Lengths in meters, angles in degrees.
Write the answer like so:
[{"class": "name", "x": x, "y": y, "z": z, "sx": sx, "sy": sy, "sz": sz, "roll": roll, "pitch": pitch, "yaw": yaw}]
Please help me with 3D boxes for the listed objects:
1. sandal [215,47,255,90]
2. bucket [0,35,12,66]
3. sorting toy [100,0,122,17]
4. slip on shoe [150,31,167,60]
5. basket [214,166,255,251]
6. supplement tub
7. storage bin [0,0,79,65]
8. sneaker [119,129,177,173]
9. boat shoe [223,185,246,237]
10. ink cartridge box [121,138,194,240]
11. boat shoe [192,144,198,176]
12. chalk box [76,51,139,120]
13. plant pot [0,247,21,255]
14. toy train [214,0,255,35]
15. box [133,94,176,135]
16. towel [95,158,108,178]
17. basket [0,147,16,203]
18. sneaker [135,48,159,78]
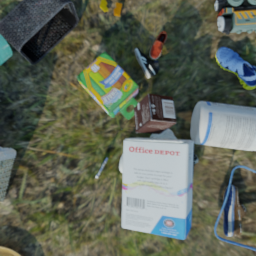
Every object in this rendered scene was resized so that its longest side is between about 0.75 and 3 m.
[{"class": "sandal", "x": 4.046, "y": -2.253, "z": 10.152, "sx": 1.961, "sy": 0.854, "sz": 0.779, "roll": 41, "pitch": 87, "yaw": 6}, {"class": "bucket", "x": -4.850, "y": -2.810, "z": 9.977, "sx": 1.296, "sy": 1.296, "sz": 0.843, "roll": 42, "pitch": 64, "yaw": 4}, {"class": "sorting toy", "x": -0.659, "y": -5.496, "z": 10.806, "sx": 1.749, "sy": 0.314, "sz": 2.347, "roll": 12, "pitch": 84, "yaw": -3}, {"class": "slip on shoe", "x": 1.128, "y": -3.089, "z": 10.462, "sx": 0.436, "sy": 0.360, "sz": 1.177, "roll": 25, "pitch": 83, "yaw": 7}, {"class": "basket", "x": 4.506, "y": 2.851, "z": 9.029, "sx": 2.894, "sy": 2.013, "sz": 2.552, "roll": 19, "pitch": 85, "yaw": 16}, {"class": "supplement tub", "x": 3.402, "y": -0.052, "z": 9.573, "sx": 2.279, "sy": 1.503, "sz": 1.503, "roll": 8, "pitch": 84, "yaw": 1}, {"class": "storage bin", "x": -3.097, "y": -3.641, "z": 9.886, "sx": 2.456, "sy": 1.660, "sz": 1.151, "roll": -45, "pitch": 86, "yaw": -4}, {"class": "sneaker", "x": 0.723, "y": 0.891, "z": 9.533, "sx": 2.313, "sy": 1.149, "sz": 0.901, "roll": -36, "pitch": 115, "yaw": -3}, {"class": "boat shoe", "x": 3.702, "y": 2.862, "z": 9.731, "sx": 0.641, "sy": 0.639, "sz": 1.770, "roll": 3, "pitch": 93, "yaw": -4}, {"class": "ink cartridge box", "x": 0.908, "y": 1.670, "z": 8.479, "sx": 1.973, "sy": 1.156, "sz": 2.730, "roll": 3, "pitch": 94, "yaw": 23}, {"class": "boat shoe", "x": 2.193, "y": 1.081, "z": 9.738, "sx": 0.480, "sy": 0.519, "sz": 1.407, "roll": -4, "pitch": 103, "yaw": 27}, {"class": "chalk box", "x": -0.510, "y": -1.277, "z": 9.780, "sx": 1.355, "sy": 1.345, "sz": 2.170, "roll": -44, "pitch": 85, "yaw": -4}, {"class": "plant pot", "x": -4.530, "y": 5.466, "z": 9.513, "sx": 2.905, "sy": 0.399, "sz": 2.905, "roll": 0, "pitch": 84, "yaw": 1}, {"class": "toy train", "x": 4.520, "y": -4.239, "z": 10.296, "sx": 2.622, "sy": 1.117, "sz": 1.494, "roll": -4, "pitch": 93, "yaw": -1}, {"class": "box", "x": 0.753, "y": -0.371, "z": 8.102, "sx": 0.826, "sy": 1.006, "sz": 0.834, "roll": 4, "pitch": 68, "yaw": -24}, {"class": "towel", "x": -0.926, "y": 1.402, "z": 9.746, "sx": 0.090, "sy": 0.553, "sz": 0.753, "roll": 28, "pitch": 72, "yaw": 0}, {"class": "basket", "x": -5.304, "y": 1.494, "z": 8.973, "sx": 2.447, "sy": 2.425, "sz": 1.968, "roll": 8, "pitch": 88, "yaw": 0}, {"class": "sneaker", "x": 0.755, "y": -2.493, "z": 10.414, "sx": 0.663, "sy": 0.433, "sz": 1.185, "roll": -26, "pitch": 92, "yaw": -6}]
